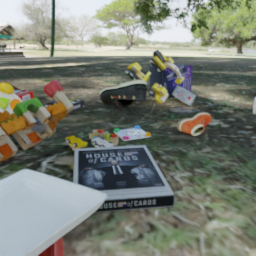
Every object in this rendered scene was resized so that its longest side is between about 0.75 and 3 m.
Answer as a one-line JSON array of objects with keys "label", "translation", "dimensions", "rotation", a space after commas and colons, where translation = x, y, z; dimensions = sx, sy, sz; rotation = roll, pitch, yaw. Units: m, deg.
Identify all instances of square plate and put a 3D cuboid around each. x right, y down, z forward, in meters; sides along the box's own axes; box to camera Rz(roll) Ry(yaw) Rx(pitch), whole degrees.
[{"label": "square plate", "translation": [-1.985, 1.497, 4.273], "dimensions": [2.501, 0.359, 2.525], "rotation": [6, 25, 40]}]

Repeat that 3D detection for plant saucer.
[{"label": "plant saucer", "translation": [-1.471, 1.921, 3.887], "dimensions": [1.137, 0.209, 1.135], "rotation": [-5, 19, -13]}]

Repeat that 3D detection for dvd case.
[{"label": "dvd case", "translation": [-0.267, 1.033, 6.412], "dimensions": [1.958, 0.322, 2.605], "rotation": [-2, 19, -9]}]

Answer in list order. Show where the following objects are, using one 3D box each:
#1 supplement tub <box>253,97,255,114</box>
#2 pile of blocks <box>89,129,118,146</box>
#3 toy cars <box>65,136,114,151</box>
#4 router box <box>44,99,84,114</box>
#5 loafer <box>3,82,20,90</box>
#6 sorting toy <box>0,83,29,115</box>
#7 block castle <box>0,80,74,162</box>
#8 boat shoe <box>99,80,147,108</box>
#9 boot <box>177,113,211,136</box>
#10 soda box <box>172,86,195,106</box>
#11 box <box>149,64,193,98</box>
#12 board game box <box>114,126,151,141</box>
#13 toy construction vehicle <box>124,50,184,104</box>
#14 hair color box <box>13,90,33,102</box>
[{"label": "supplement tub", "translation": [5.762, -0.888, 11.603], "dimensions": [1.016, 0.734, 0.734], "rotation": [6, 19, 20]}, {"label": "pile of blocks", "translation": [-0.807, 0.260, 8.709], "dimensions": [1.149, 0.357, 0.472], "rotation": [10, 21, 29]}, {"label": "toy cars", "translation": [-1.120, 0.508, 8.070], "dimensions": [1.439, 0.319, 0.645], "rotation": [4, 22, 1]}, {"label": "router box", "translation": [-2.791, -0.964, 12.417], "dimensions": [1.115, 0.370, 1.418], "rotation": [9, 20, 25]}, {"label": "loafer", "translation": [-6.383, -1.954, 14.609], "dimensions": [2.486, 0.887, 0.907], "rotation": [4, 19, 13]}, {"label": "sorting toy", "translation": [-5.088, -0.455, 9.297], "dimensions": [2.847, 1.521, 2.563], "rotation": [-1, 24, -2]}, {"label": "block castle", "translation": [-2.912, -0.249, 7.307], "dimensions": [1.244, 1.772, 2.651], "rotation": [50, 39, 6]}, {"label": "boat shoe", "translation": [-0.324, -1.395, 12.582], "dimensions": [1.090, 0.933, 2.979], "rotation": [1, -4, -41]}, {"label": "boot", "translation": [2.474, -0.092, 9.630], "dimensions": [1.440, 0.540, 0.772], "rotation": [-20, 29, -28]}, {"label": "soda box", "translation": [2.736, -1.630, 13.908], "dimensions": [0.534, 0.574, 1.682], "rotation": [24, 13, -14]}, {"label": "box", "translation": [2.322, -2.592, 15.330], "dimensions": [2.241, 1.658, 1.169], "rotation": [-14, 22, -32]}, {"label": "board game box", "translation": [0.125, 0.159, 9.395], "dimensions": [0.970, 0.125, 0.969], "rotation": [-7, 20, -22]}, {"label": "toy construction vehicle", "translation": [1.379, -2.559, 13.323], "dimensions": [2.149, 2.468, 0.869], "rotation": [-51, 16, -26]}, {"label": "hair color box", "translation": [-5.764, -1.375, 13.139], "dimensions": [2.301, 0.705, 1.168], "rotation": [4, 20, 14]}]
